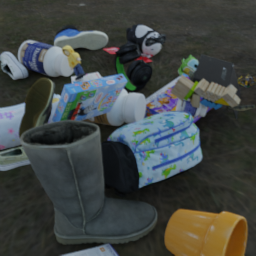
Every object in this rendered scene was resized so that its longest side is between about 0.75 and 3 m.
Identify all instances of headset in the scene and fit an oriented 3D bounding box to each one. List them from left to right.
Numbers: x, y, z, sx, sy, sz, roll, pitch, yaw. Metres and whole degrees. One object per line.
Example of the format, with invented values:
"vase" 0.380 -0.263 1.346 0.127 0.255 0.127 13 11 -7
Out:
"headset" 0.390 -2.493 10.571 1.323 2.816 1.739 -25 80 -24

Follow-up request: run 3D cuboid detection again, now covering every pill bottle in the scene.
"pill bottle" -3.567 -3.005 12.382 2.352 1.305 1.305 19 42 23
"pill bottle" -0.608 -0.731 9.297 2.209 1.263 1.263 9 38 23
"pill bottle" 2.021 -0.639 8.954 0.896 0.537 0.537 13 39 1

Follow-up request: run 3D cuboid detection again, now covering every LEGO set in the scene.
"LEGO set" 5.089 -2.083 11.880 0.820 0.475 0.630 -13 40 -16

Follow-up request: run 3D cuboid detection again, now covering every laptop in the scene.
"laptop" 3.047 -1.418 9.420 1.782 1.033 1.669 20 46 9

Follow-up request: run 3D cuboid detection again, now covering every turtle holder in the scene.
"turtle holder" 2.706 -2.674 12.411 1.028 0.781 0.730 -22 59 -38

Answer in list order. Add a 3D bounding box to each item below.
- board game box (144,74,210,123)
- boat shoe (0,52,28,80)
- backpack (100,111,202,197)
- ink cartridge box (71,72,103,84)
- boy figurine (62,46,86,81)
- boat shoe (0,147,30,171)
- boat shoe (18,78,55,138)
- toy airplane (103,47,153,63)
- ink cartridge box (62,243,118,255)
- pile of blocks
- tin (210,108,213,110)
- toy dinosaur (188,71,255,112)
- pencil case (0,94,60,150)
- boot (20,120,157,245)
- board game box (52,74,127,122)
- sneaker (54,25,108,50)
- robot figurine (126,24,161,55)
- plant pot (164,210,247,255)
"board game box" 1.923 -0.927 10.145 1.721 0.573 2.559 31 53 34
"boat shoe" -5.335 -2.803 12.551 0.703 0.775 2.107 -30 48 -34
"backpack" 0.671 0.565 7.405 2.707 2.081 2.208 -1 1 -22
"ink cartridge box" -1.485 -1.583 10.975 1.273 0.797 0.818 -13 40 -16
"boy figurine" -2.012 -2.467 10.401 0.422 1.309 0.814 -29 7 -37
"boat shoe" -2.633 0.674 6.939 0.463 0.399 1.285 35 32 21
"boat shoe" -2.254 -0.435 7.129 0.630 1.762 0.579 29 15 17
"toy airplane" 0.060 -3.608 13.769 2.702 0.497 2.702 6 24 -3
"ink cartridge box" -0.559 2.991 5.263 1.590 0.323 1.587 9 22 -45
"pile of blocks" 2.330 -1.061 8.420 2.031 0.834 0.631 20 49 22
"tin" 2.796 -0.856 10.542 0.863 0.181 0.483 3 37 8
"toy dinosaur" 2.807 -0.942 8.850 0.587 1.090 2.474 -48 57 -6
"pencil case" -3.406 -0.160 8.708 2.965 1.345 1.232 -14 13 -19
"boot" -0.605 1.142 5.764 2.589 2.847 1.033 -7 28 -12
"board game box" -0.997 -0.723 7.336 1.779 1.345 0.325 -21 67 -39
"sneaker" -2.536 -4.889 14.976 2.791 1.071 1.553 -11 47 -3
"robot figurine" 0.787 -4.491 14.208 2.019 1.517 1.260 40 10 29
"plant pot" 1.522 2.303 5.693 1.305 1.425 1.425 10 36 39
